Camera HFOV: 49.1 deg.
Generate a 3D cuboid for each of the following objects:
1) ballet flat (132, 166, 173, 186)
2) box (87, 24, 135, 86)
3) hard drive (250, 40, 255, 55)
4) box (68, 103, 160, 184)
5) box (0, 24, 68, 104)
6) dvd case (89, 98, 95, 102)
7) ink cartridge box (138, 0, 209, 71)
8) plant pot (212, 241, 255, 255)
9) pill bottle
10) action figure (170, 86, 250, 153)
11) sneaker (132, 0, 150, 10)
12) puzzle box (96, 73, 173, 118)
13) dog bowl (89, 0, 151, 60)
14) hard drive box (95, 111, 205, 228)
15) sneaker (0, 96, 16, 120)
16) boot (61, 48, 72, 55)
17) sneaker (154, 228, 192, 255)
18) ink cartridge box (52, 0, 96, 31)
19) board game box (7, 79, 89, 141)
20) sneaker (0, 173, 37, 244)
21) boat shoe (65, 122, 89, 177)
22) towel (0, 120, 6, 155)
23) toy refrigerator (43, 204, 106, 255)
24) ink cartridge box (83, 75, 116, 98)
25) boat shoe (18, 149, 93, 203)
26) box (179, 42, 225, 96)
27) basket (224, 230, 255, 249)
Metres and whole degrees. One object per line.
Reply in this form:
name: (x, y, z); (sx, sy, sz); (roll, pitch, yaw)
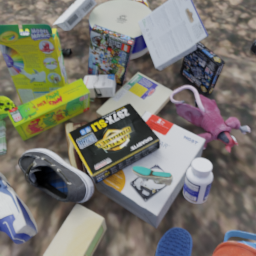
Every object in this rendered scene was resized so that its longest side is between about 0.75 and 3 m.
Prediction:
ballet flat: (0.538, 1.146, 6.509); (1.001, 0.312, 0.338); (10, 25, 23)
box: (-0.633, -2.388, 9.525); (1.372, 2.009, 0.379); (20, 58, 1)
hard drive: (6.304, -2.694, 10.768); (1.840, 0.498, 2.634); (-25, 60, -16)
box: (-0.396, 0.345, 7.542); (1.994, 0.492, 1.593); (-27, 52, -14)
box: (-2.912, -2.013, 8.855); (1.682, 2.867, 0.694); (-1, 50, -2)
dvd case: (-1.402, -1.315, 10.074); (0.603, 0.091, 0.827); (11, 56, 8)
ink cartridge box: (1.521, -3.334, 9.594); (2.039, 0.414, 2.035); (-27, 72, 30)
plant pot: (1.628, 3.523, 4.958); (2.111, 2.170, 2.170); (-16, 56, -30)
pill bottle: (1.608, 1.202, 6.410); (0.590, 0.986, 0.590); (1, 36, -1)
action figure: (2.505, -0.250, 8.247); (1.542, 1.714, 2.301); (-34, 40, 3)
sneaker: (0.402, -5.758, 12.817); (0.638, 0.530, 1.415); (-23, 58, -22)
puzzle box: (0.270, -0.817, 9.617); (1.574, 0.301, 2.366); (33, 62, 21)
dog bowl: (-0.253, -3.996, 11.327); (2.616, 1.030, 2.616); (0, 56, 0)
hard drive box: (0.617, 1.054, 7.850); (2.023, 0.997, 2.595); (27, 59, 22)
sneaker: (-4.338, -0.426, 8.923); (0.695, 0.784, 1.876); (53, 30, -12)
boot: (-2.726, -2.899, 10.989); (0.924, 0.303, 0.761); (3, 46, -1)
sneaker: (0.851, 3.423, 6.537); (0.814, 0.904, 2.320); (23, 38, 16)
ink cartridge box: (-2.209, -4.530, 11.221); (1.495, 0.441, 1.868); (-49, 30, -8)
board game box: (-2.401, -0.558, 8.838); (2.403, 1.221, 0.572); (-28, 75, -18)
sneaker: (-3.636, 2.156, 7.253); (1.564, 1.094, 2.708); (-39, 57, -19)
boat shoe: (-1.283, 0.774, 8.251); (0.856, 0.858, 2.377); (-12, 51, -8)
towel: (-4.385, 0.357, 8.893); (0.963, 0.198, 1.291); (-12, 57, -9)
toy refrigerator: (-1.468, 3.206, 6.500); (0.898, 0.974, 2.566); (24, 59, 15)
ink cartridge box: (-0.998, -1.450, 9.724); (1.061, 0.447, 0.767); (-1, 44, 6)
boat shoe: (-2.173, 1.258, 7.344); (2.758, 0.914, 0.964); (22, 100, 33)
box: (2.524, -2.096, 9.778); (0.366, 1.464, 1.475); (-29, 60, -21)
basket: (2.865, 3.093, 6.063); (1.877, 1.481, 2.129); (-3, 23, 35)
